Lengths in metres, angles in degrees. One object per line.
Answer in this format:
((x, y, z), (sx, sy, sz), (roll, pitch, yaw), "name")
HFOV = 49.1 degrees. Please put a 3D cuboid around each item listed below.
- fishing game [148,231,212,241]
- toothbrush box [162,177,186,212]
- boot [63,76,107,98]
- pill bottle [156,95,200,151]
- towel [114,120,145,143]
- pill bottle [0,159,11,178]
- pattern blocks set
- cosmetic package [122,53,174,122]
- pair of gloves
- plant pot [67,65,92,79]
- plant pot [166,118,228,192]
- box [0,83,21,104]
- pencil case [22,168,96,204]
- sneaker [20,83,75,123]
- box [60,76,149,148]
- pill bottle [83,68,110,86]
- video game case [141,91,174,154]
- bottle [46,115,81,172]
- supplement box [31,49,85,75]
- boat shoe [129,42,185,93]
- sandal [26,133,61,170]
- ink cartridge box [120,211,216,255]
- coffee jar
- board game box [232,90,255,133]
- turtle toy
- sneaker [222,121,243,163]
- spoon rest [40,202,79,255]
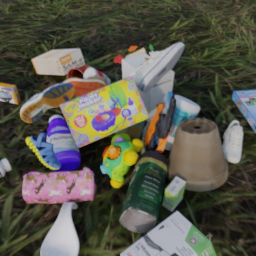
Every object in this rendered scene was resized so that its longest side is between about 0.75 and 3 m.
((1.432, 3.221, 7.855), (1.836, 0.285, 1.315), (6, 44, 9), "fishing game")
((1.436, 2.064, 8.739), (0.382, 0.887, 0.646), (28, 48, 29), "toothbrush box")
((-2.204, -1.582, 12.842), (2.446, 0.918, 1.311), (-1, 70, 29), "boot")
((1.768, -0.149, 10.469), (1.085, 1.958, 1.085), (23, 17, -8), "pill bottle")
((0.069, 0.072, 11.668), (1.052, 0.156, 1.435), (9, 42, 10), "towel")
((-4.404, 1.424, 9.098), (1.052, 0.586, 0.586), (-29, 48, -32), "pill bottle")
((0.422, -3.231, 13.145), (1.834, 1.612, 0.149), (-27, 57, 19), "pattern blocks set")
((0.804, -1.794, 12.313), (1.305, 2.123, 2.117), (-22, 45, -25), "cosmetic package")
((1.012, -0.070, 9.255), (0.257, 2.082, 1.855), (19, 81, -11), "pair of gloves")
((-2.324, -2.642, 14.220), (1.125, 1.125, 1.094), (17, 35, 19), "plant pot")
((2.252, 0.742, 9.259), (2.086, 1.810, 2.086), (-5, 27, 3), "plant pot")
((-5.852, -1.656, 13.116), (1.497, 0.891, 0.310), (10, 42, 12), "box")
((-2.191, 1.860, 8.942), (2.296, 0.951, 0.993), (-4, 41, -3), "pencil case")
((-2.803, -1.018, 9.559), (2.037, 0.767, 0.898), (-30, 35, -4), "sneaker")
((-0.817, -0.503, 9.971), (2.500, 1.525, 2.408), (-23, 0, -4), "box")
((-1.470, -2.351, 13.546), (0.740, 0.740, 1.318), (36, 10, 35), "pill bottle")
((1.049, -0.090, 10.358), (0.195, 2.193, 1.569), (22, 39, -12), "video game case")
((-2.532, 0.504, 10.590), (1.089, 0.851, 2.607), (-9, 41, -16), "bottle")
((-3.706, -3.477, 14.783), (2.435, 0.895, 1.535), (11, 39, 40), "supplement box")
((1.080, -2.508, 10.687), (1.001, 1.017, 2.868), (37, 65, 14), "boat shoe")
((-2.475, 0.674, 8.455), (0.588, 0.536, 1.349), (-41, 89, 3), "sandal")
((0.941, 3.132, 6.731), (1.877, 0.792, 1.371), (-32, 27, -15), "ink cartridge box")
((0.542, 1.884, 8.650), (1.027, 1.256, 2.408), (22, 43, -1), "coffee jar")
((6.128, -0.751, 12.341), (2.071, 0.501, 2.738), (-4, 41, -5), "board game box")
((-0.267, 0.908, 9.439), (1.045, 1.506, 2.067), (28, 30, 1), "turtle toy")
((3.929, 0.484, 10.553), (0.714, 0.950, 1.907), (12, 43, 6), "sneaker")
((-1.832, 2.938, 7.930), (1.023, 0.624, 2.059), (0, 40, 0), "spoon rest")
